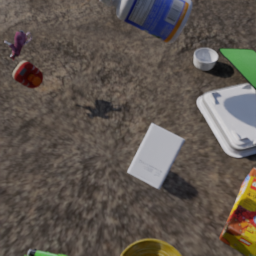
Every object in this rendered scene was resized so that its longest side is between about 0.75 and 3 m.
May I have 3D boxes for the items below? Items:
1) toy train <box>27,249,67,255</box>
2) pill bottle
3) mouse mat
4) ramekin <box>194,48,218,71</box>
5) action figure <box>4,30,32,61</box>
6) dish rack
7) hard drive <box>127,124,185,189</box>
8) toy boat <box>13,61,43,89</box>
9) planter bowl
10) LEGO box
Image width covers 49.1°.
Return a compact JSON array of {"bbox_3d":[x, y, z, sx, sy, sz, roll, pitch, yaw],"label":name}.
[{"bbox_3d":[-1.755,3.413,6.966,1.840,0.384,0.519,10,44,7],"label":"toy train"},{"bbox_3d":[0.504,-3.693,8.388,2.514,1.409,1.409,23,54,-11],"label":"pill bottle"},{"bbox_3d":[4.965,-2.315,10.966,2.140,0.100,2.659,-6,50,-27],"label":"mouse mat"},{"bbox_3d":[3.124,-2.769,11.430,0.942,0.495,0.942,0,53,0],"label":"ramekin"},{"bbox_3d":[-3.695,-2.704,9.463,0.764,0.687,1.026,9,75,5],"label":"action figure"},{"bbox_3d":[3.974,-0.459,9.678,2.407,0.611,2.805,-13,56,-10],"label":"dish rack"},{"bbox_3d":[0.631,0.645,6.392,0.834,0.160,1.265,27,94,8],"label":"hard drive"},{"bbox_3d":[-2.531,-1.312,7.364,0.590,0.902,0.589,36,89,15],"label":"toy boat"},{"bbox_3d":[0.534,3.607,6.579,1.752,0.730,1.752,0,53,0],"label":"planter bowl"},{"bbox_3d":[4.022,2.595,7.136,2.652,1.023,1.975,27,58,19],"label":"LEGO box"}]
